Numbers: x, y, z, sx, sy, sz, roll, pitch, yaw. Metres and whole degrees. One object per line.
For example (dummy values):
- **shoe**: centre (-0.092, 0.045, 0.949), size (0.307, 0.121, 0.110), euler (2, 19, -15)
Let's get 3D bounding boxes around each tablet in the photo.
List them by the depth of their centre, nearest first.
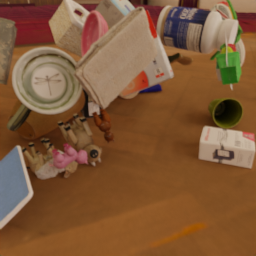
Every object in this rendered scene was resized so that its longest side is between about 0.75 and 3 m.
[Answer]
- **tablet**: centre (-3.104, 1.496, 6.998), size (1.521, 0.160, 2.337), euler (-44, 38, -2)

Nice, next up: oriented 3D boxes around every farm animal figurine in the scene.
- **farm animal figurine**: centre (-1.616, 0.716, 8.265), size (2.295, 1.429, 2.842), euler (-7, 25, 32)

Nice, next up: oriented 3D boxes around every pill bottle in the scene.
- **pill bottle**: centre (2.332, -3.310, 9.550), size (2.463, 1.367, 1.367), euler (19, 33, 24)

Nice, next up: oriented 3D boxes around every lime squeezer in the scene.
- **lime squeezer**: centre (3.505, -3.398, 9.691), size (0.871, 2.467, 0.465), euler (12, 55, 12)

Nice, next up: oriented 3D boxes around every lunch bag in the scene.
- **lunch bag**: centre (-4.095, -2.100, 7.223), size (2.043, 1.675, 1.201), euler (10, 5, -20)

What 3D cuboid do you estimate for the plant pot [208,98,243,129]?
- **plant pot**: centre (3.767, -0.696, 11.204), size (1.179, 1.179, 1.135), euler (-2, 16, -4)

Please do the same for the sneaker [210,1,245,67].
- **sneaker**: centre (3.854, -3.546, 11.457), size (1.180, 2.871, 1.118), euler (-38, 21, -32)

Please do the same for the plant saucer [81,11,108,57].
- **plant saucer**: centre (-0.917, -2.458, 7.737), size (0.361, 1.422, 1.422), euler (0, 24, -29)

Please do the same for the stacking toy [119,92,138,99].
- **stacking toy**: centre (-0.439, -2.421, 14.569), size (1.249, 1.249, 2.927), euler (-9, 22, -17)

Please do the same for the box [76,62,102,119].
- **box**: centre (-1.693, -1.663, 11.914), size (0.868, 2.017, 1.651), euler (-10, 29, -18)

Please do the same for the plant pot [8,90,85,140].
- **plant pot**: centre (-3.170, -0.731, 10.394), size (2.241, 2.241, 2.404), euler (12, 45, 21)

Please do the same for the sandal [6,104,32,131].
- **sandal**: centre (-2.972, -0.939, 8.287), size (0.655, 0.911, 2.296), euler (30, 55, -7)

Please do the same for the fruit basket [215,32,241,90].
- **fruit basket**: centre (2.744, -1.930, 7.813), size (0.641, 1.266, 1.367), euler (-10, 56, 20)

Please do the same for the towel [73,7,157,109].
- **towel**: centre (-0.231, -1.622, 6.773), size (2.251, 1.492, 0.388), euler (-45, 55, -11)

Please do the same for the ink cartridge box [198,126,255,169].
- **ink cartridge box**: centre (3.158, 0.588, 9.034), size (1.606, 0.677, 1.163), euler (9, 29, 18)

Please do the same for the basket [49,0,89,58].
- **basket**: centre (-2.281, -4.354, 12.488), size (1.855, 1.505, 1.872), euler (18, 38, -47)

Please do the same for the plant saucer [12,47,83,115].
- **plant saucer**: centre (-1.998, -1.144, 7.032), size (1.685, 1.685, 0.423), euler (-10, -3, -18)

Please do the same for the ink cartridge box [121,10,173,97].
- **ink cartridge box**: centre (0.225, -2.100, 8.118), size (1.613, 1.989, 0.499), euler (-19, 13, 27)

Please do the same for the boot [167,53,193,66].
- **boot**: centre (2.297, -3.040, 12.807), size (0.949, 0.359, 1.084), euler (-10, -10, 41)

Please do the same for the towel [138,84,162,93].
- **towel**: centre (0.904, -2.120, 14.669), size (1.502, 0.372, 1.109), euler (-6, 35, -12)

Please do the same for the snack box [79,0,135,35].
- **snack box**: centre (-0.580, -3.430, 9.908), size (0.539, 1.688, 2.905), euler (-52, 16, -21)
